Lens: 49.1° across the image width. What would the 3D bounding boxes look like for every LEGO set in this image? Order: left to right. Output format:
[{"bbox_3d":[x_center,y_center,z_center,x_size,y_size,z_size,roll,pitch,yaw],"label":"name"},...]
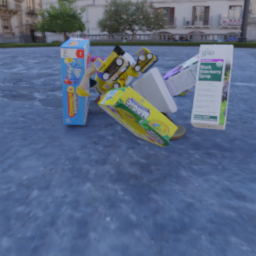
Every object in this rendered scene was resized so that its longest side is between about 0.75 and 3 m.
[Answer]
[{"bbox_3d":[-0.398,-2.065,11.094,2.287,0.872,0.939,1,59,-21],"label":"LEGO set"}]

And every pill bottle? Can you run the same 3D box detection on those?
[{"bbox_3d":[-0.662,-2.475,13.278,1.532,1.532,2.681,-7,-7,-18],"label":"pill bottle"}]

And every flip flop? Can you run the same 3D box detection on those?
[{"bbox_3d":[0.940,-0.258,9.266,2.215,0.638,0.898,22,27,-10],"label":"flip flop"}]

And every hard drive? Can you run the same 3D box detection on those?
[{"bbox_3d":[0.889,-1.172,10.130,0.300,1.559,2.363,-29,5,-14],"label":"hard drive"}]

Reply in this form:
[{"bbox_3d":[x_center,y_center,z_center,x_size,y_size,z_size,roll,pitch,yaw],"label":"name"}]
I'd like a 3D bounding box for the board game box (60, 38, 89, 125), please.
[{"bbox_3d":[-1.988,-1.918,10.943,0.795,2.784,2.843,1,22,-5],"label":"board game box"}]

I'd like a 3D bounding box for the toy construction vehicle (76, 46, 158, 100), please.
[{"bbox_3d":[-0.412,-1.943,9.681,0.882,2.504,2.180,52,23,12],"label":"toy construction vehicle"}]

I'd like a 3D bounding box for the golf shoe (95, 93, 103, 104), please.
[{"bbox_3d":[-0.932,-1.153,12.522,0.778,0.614,1.690,34,12,0],"label":"golf shoe"}]

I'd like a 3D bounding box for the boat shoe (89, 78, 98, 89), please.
[{"bbox_3d":[-2.074,-2.161,12.886,1.451,0.452,0.541,17,68,17],"label":"boat shoe"}]

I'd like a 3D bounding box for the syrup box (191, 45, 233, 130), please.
[{"bbox_3d":[2.402,-1.134,7.964,0.891,2.262,0.921,6,-5,20],"label":"syrup box"}]

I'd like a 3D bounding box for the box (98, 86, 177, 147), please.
[{"bbox_3d":[0.149,-0.309,6.803,1.505,0.621,2.566,39,-3,-15],"label":"box"}]

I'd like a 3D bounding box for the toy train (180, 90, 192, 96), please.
[{"bbox_3d":[2.913,-1.902,14.807,1.183,0.501,0.685,6,32,15],"label":"toy train"}]

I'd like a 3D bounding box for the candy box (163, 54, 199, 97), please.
[{"bbox_3d":[2.285,-1.990,9.912,2.085,0.746,1.749,-27,11,26],"label":"candy box"}]
